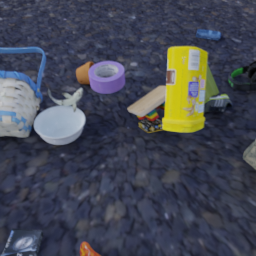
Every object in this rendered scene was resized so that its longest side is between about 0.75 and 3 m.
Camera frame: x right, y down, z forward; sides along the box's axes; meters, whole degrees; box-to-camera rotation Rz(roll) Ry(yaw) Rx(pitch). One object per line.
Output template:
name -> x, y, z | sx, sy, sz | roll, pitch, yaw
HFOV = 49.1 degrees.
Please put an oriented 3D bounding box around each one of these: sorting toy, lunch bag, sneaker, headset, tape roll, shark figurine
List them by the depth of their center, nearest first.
sneaker -> -0.595, 2.693, 5.454 | 0.423, 0.400, 1.097 | -3, 36, -42
lunch bag -> 4.655, 0.533, 6.670 | 2.767, 1.928, 2.321 | -28, 65, -27
sorting toy -> 0.748, -0.660, 7.986 | 1.261, 0.439, 1.254 | -35, 17, -8
shark figurine -> -1.806, -0.819, 8.202 | 1.162, 0.694, 0.485 | 1, 13, 14
tape roll -> -0.629, -1.507, 8.311 | 1.051, 0.447, 1.051 | -2, 44, 2
sneaker -> 2.830, -0.702, 8.960 | 1.241, 0.458, 0.502 | -21, 50, -18
headset -> 4.721, -1.722, 9.983 | 2.176, 1.022, 1.344 | -8, 37, 13

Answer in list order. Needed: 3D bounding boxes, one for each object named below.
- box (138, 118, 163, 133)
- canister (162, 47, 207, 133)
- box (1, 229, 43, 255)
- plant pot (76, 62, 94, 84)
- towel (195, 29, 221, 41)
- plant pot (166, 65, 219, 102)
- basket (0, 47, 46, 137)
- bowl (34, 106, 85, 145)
box -> 0.713, -0.091, 8.201 | 0.625, 0.193, 0.783 | -10, 18, -17
canister -> 1.330, -0.873, 6.419 | 0.770, 1.779, 1.321 | 7, 10, 28
box -> -2.188, 2.507, 5.710 | 0.674, 0.183, 0.842 | 3, 43, 4
plant pot -> -1.487, -1.901, 10.043 | 0.574, 0.820, 0.820 | -10, 41, 15
towel -> 3.709, -4.327, 12.942 | 1.101, 0.267, 0.614 | 12, 44, 13
plant pot -> 2.040, -1.369, 8.419 | 1.337, 1.337, 1.270 | -30, 89, -28
basket -> -3.771, -1.145, 8.121 | 2.437, 1.923, 2.764 | 1, 74, 1
bowl -> -1.910, 0.030, 8.005 | 1.424, 0.640, 1.424 | 0, 41, 0
